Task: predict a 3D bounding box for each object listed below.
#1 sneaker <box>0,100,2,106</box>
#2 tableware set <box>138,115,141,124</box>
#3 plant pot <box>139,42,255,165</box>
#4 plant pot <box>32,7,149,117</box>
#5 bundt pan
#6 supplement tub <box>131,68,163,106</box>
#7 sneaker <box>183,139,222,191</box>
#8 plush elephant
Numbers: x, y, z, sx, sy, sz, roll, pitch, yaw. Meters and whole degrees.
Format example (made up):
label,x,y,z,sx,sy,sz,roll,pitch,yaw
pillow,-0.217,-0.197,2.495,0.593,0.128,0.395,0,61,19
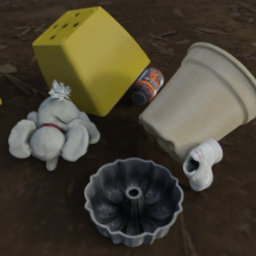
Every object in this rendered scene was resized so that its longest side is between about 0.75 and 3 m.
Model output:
label,x,y,z,sx,sy,sz,roll,pitch,yaw
sneaker,-5.319,-0.677,9.094,0.994,1.278,2.841,9,39,11
tableware set,0.843,-0.291,9.038,0.693,0.210,1.049,-46,44,-12
plant pot,1.659,-0.405,7.157,2.311,2.525,2.525,-43,48,-4
plant pot,-1.357,-2.239,8.841,2.598,2.292,2.598,17,61,42
bundt pan,0.125,1.724,6.391,2.188,0.821,2.188,-1,38,1
supplement tub,0.689,-1.502,10.436,0.861,0.861,1.610,15,44,19
sneaker,1.570,0.955,6.550,0.863,1.732,0.648,-21,50,-19
plush elephant,-1.964,0.229,7.530,2.038,2.475,1.916,11,57,3
